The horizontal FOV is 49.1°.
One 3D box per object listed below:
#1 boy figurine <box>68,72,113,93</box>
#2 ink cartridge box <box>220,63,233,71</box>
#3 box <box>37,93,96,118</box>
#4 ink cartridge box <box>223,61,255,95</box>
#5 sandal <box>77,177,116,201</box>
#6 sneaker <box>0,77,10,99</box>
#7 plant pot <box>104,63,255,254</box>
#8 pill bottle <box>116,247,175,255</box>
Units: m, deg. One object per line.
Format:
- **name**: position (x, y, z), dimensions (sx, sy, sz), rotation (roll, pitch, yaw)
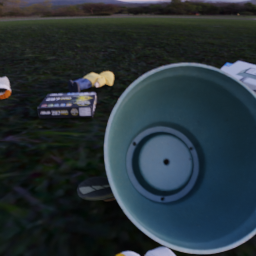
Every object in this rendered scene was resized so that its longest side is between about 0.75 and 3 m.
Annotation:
- **boy figurine**: position (-1.544, -1.963, 12.036), dimensions (1.315, 0.682, 2.116), rotation (19, 31, 41)
- **ink cartridge box**: position (4.181, -2.181, 11.914), dimensions (1.250, 0.424, 0.725), rotation (-43, 43, -20)
- **box**: position (-2.092, -0.809, 9.949), dimensions (1.832, 0.450, 1.476), rotation (-2, 24, 0)
- **ink cartridge box**: position (3.970, -0.878, 8.556), dimensions (0.979, 1.700, 2.330), rotation (-30, 34, -14)
- **sandal**: position (-0.354, 1.307, 5.816), dimensions (1.474, 0.420, 0.585), rotation (1, 28, -38)
- **sneaker**: position (-5.684, -1.612, 11.000), dimensions (2.003, 0.758, 0.921), rotation (-2, 51, -18)
- **plant pot**: position (0.891, 0.554, 5.015), dimensions (2.822, 2.822, 1.891), rotation (-6, -12, -11)
- **pill bottle**: position (-0.203, 2.152, 3.364), dimensions (1.824, 1.028, 1.028), rotation (-12, 29, -24)
